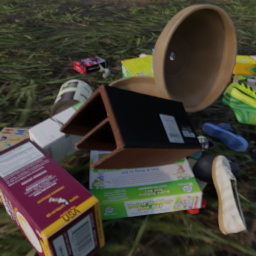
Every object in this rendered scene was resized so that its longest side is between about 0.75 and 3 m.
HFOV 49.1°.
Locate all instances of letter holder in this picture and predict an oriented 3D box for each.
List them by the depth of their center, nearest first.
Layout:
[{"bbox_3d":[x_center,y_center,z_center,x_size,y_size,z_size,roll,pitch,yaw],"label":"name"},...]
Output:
[{"bbox_3d":[0.041,0.279,6.477,2.677,1.903,1.346,5,58,-46],"label":"letter holder"}]

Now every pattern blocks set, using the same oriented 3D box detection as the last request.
[{"bbox_3d":[1.779,1.337,7.706,2.135,0.173,1.877,-28,40,-34],"label":"pattern blocks set"}]

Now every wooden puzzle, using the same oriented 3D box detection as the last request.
[{"bbox_3d":[5.482,-2.034,12.591,2.558,0.299,1.726,9,35,13],"label":"wooden puzzle"}]

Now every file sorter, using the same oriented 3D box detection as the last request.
[{"bbox_3d":[1.570,-2.784,11.340,1.179,0.723,0.818,-2,35,0],"label":"file sorter"}]

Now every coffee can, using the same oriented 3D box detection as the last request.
[{"bbox_3d":[-1.871,-0.742,9.636,1.268,1.268,1.732,-1,30,-2],"label":"coffee can"}]

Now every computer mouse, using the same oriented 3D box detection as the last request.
[{"bbox_3d":[3.043,0.898,7.592,2.706,0.461,0.793,-12,37,-10],"label":"computer mouse"}]

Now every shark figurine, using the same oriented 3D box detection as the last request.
[{"bbox_3d":[-1.054,-2.813,13.634,0.623,0.435,1.042,-10,37,-17],"label":"shark figurine"}]

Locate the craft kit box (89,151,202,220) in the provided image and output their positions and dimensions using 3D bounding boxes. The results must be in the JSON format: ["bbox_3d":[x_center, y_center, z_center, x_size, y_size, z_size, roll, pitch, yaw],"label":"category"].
[{"bbox_3d":[0.296,1.145,7.479,2.620,0.636,2.587,-6,29,-2],"label":"craft kit box"}]

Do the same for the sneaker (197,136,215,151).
[{"bbox_3d":[2.059,0.486,8.220,1.268,0.468,0.513,-9,13,-38],"label":"sneaker"}]

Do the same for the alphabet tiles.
[{"bbox_3d":[-3.502,0.623,8.762,2.631,0.083,2.189,3,32,3],"label":"alphabet tiles"}]

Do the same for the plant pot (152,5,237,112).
[{"bbox_3d":[1.744,-2.079,8.389,2.980,2.980,1.376,-20,30,-26],"label":"plant pot"}]

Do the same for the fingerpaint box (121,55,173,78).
[{"bbox_3d":[1.137,-2.168,12.055,2.208,0.971,2.647,-15,37,-11],"label":"fingerpaint box"}]

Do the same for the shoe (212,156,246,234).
[{"bbox_3d":[2.274,1.432,6.285,0.485,0.636,1.818,-23,47,36],"label":"shoe"}]

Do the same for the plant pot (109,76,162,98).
[{"bbox_3d":[0.504,-0.595,9.542,2.729,1.260,2.729,0,40,0],"label":"plant pot"}]

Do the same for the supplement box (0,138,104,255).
[{"bbox_3d":[-1.874,1.615,6.121,1.185,1.527,2.767,-30,44,-34],"label":"supplement box"}]

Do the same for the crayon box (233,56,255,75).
[{"bbox_3d":[5.714,-3.053,13.603,2.342,0.595,1.487,3,28,-2],"label":"crayon box"}]

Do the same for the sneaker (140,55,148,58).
[{"bbox_3d":[1.101,-3.788,15.195,0.892,0.338,0.468,16,25,10],"label":"sneaker"}]

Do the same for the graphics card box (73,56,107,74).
[{"bbox_3d":[-1.908,-3.203,14.234,1.478,0.376,0.927,-24,40,-32],"label":"graphics card box"}]

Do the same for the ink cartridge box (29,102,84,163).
[{"bbox_3d":[-1.715,0.211,7.486,1.655,1.209,0.698,-32,66,-30],"label":"ink cartridge box"}]

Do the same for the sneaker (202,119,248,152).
[{"bbox_3d":[3.249,0.152,9.120,0.653,0.588,1.676,-29,42,-24],"label":"sneaker"}]

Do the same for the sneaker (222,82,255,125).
[{"bbox_3d":[4.359,-0.527,9.534,2.549,1.065,0.944,40,58,8],"label":"sneaker"}]
